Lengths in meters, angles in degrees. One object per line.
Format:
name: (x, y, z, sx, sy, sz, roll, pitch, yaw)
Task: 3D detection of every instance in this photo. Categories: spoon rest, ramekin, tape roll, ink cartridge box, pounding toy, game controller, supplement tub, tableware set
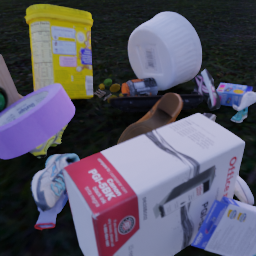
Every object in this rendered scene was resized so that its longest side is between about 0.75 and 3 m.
spoon rest: (3.673, -0.823, 8.781, 0.917, 0.278, 0.456, -34, 45, -13)
ramekin: (1.280, -2.825, 10.797, 1.384, 2.840, 2.840, -33, 45, -28)
tape roll: (-2.557, -0.226, 7.275, 2.300, 0.754, 2.300, -24, 25, 12)
ink cartridge box: (1.935, 1.786, 4.842, 1.595, 0.952, 0.335, 20, 14, -13)
ink cartridge box: (3.955, -1.183, 10.227, 1.362, 0.520, 0.929, 13, 36, 23)
ink cartridge box: (0.535, 1.252, 5.036, 2.887, 2.119, 1.196, -21, 37, -24)
pounding toy: (-4.119, -0.957, 8.418, 2.798, 2.576, 1.989, 17, 45, 29)
game controller: (0.911, -0.919, 9.230, 2.965, 0.624, 1.547, -4, 14, -20)
supplement tub: (0.422, -1.448, 10.475, 1.222, 0.749, 0.749, -11, 35, -15)
tableware set: (-0.563, -1.244, 9.652, 0.796, 1.182, 0.181, -38, 52, 19)

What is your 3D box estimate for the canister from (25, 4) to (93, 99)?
canister: (-2.263, -2.453, 9.642, 2.178, 2.933, 1.269, -8, 9, -40)

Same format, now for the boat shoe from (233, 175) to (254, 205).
boat shoe: (2.361, 1.287, 6.571, 0.463, 0.510, 1.387, -21, 40, -3)

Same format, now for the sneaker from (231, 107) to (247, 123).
sneaker: (3.694, -0.431, 9.301, 0.331, 0.340, 0.853, 25, 42, 33)

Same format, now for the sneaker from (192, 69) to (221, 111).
sneaker: (2.739, -1.249, 9.957, 0.723, 0.672, 1.674, -28, 47, 30)

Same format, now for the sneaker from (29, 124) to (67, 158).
sneaker: (-2.237, 0.085, 8.149, 0.788, 0.798, 2.089, -15, 23, 36)

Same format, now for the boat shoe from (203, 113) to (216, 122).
boat shoe: (2.226, -0.074, 8.630, 0.378, 0.444, 1.327, 26, 44, 33)

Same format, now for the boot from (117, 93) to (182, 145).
boot: (0.703, 0.012, 7.795, 0.830, 2.252, 1.742, 46, 7, 8)

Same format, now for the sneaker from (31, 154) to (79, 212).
sneaker: (-1.559, 1.089, 6.270, 0.769, 0.692, 1.782, -16, 28, 11)

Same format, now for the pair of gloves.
pair of gloves: (-1.228, 1.656, 6.223, 1.669, 0.190, 1.342, -3, 35, 2)
